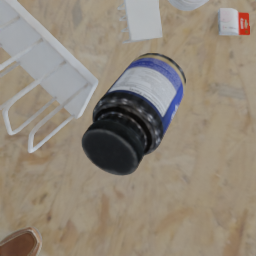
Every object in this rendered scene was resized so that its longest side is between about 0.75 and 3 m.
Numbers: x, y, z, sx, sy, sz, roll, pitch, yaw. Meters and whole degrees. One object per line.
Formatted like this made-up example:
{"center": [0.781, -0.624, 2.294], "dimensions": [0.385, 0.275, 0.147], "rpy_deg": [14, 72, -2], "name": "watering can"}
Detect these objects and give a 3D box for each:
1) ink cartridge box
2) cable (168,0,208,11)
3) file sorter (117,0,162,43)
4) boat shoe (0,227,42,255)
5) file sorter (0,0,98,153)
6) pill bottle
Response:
{"center": [3.223, -3.205, 8.457], "dimensions": [0.958, 0.273, 0.779], "rpy_deg": [0, 81, 4], "name": "ink cartridge box"}
{"center": [1.492, -3.664, 6.839], "dimensions": [1.451, 0.502, 1.451], "rpy_deg": [-20, 106, -15], "name": "cable"}
{"center": [0.150, -1.820, 4.560], "dimensions": [0.556, 0.499, 0.802], "rpy_deg": [-13, 101, -20], "name": "file sorter"}
{"center": [-3.387, 3.572, 6.975], "dimensions": [2.761, 0.991, 1.045], "rpy_deg": [-40, 83, -6], "name": "boat shoe"}
{"center": [-2.277, -1.001, 5.734], "dimensions": [2.636, 1.829, 1.641], "rpy_deg": [44, 63, -1], "name": "file sorter"}
{"center": [0.135, -0.270, 4.489], "dimensions": [1.135, 1.135, 2.030], "rpy_deg": [29, 48, 4], "name": "pill bottle"}
